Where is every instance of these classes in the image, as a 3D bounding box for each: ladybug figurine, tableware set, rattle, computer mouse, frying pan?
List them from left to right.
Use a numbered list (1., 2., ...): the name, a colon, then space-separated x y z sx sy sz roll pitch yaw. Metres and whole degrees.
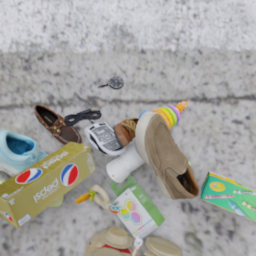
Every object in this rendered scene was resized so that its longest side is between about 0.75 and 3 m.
1. computer mouse: -0.838 0.192 7.823 1.131 0.452 2.063 -20 49 -33
2. rattle: -0.798 2.135 7.682 1.040 0.677 0.743 53 33 2
3. frying pan: -0.623 -1.685 10.254 0.948 0.154 0.573 6 69 -1
4. ladybug figurine: -0.467 3.896 7.813 1.390 0.737 2.048 -31 70 -11
5. tableware set: 0.244 3.236 7.031 2.311 2.766 0.321 17 96 8

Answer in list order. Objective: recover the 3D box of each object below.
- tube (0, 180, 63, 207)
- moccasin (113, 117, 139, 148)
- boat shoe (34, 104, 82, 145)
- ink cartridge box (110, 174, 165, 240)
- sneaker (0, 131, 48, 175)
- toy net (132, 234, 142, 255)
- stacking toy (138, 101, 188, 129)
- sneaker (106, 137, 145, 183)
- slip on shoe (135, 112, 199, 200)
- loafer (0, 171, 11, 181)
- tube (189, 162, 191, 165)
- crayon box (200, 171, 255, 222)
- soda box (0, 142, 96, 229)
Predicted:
1. tube: -2.882 1.774 7.469 0.681 2.347 0.609 9 84 47
2. moccasin: 0.048 0.069 7.035 0.601 1.557 0.569 -22 95 16
3. boat shoe: -2.386 -0.065 9.358 1.960 0.689 0.690 35 72 11
4. ink cartridge box: 0.117 2.281 8.256 1.835 0.544 0.953 51 121 14
5. sneaker: -2.657 0.749 7.402 1.002 2.446 0.904 -13 66 24
6. toy net: 0.242 3.052 6.952 0.178 0.483 0.921 16 103 19
7. stacking toy: 1.322 -0.374 9.401 1.879 1.091 1.031 -31 74 -22
8. sneaker: -0.002 0.899 8.466 1.305 2.259 0.832 -40 87 14
9. slip on shoe: 1.033 0.790 6.791 0.867 2.861 1.088 8 44 36
10. loafer: -3.439 1.652 7.950 0.551 1.578 0.552 -45 53 -7
11. tube: 1.351 0.909 8.369 0.356 0.398 1.370 -40 42 -7
12. crayon box: 3.026 1.843 7.103 2.260 1.342 0.658 20 91 17
13. soda box: -2.033 1.313 7.120 0.866 0.819 2.557 8 29 39
